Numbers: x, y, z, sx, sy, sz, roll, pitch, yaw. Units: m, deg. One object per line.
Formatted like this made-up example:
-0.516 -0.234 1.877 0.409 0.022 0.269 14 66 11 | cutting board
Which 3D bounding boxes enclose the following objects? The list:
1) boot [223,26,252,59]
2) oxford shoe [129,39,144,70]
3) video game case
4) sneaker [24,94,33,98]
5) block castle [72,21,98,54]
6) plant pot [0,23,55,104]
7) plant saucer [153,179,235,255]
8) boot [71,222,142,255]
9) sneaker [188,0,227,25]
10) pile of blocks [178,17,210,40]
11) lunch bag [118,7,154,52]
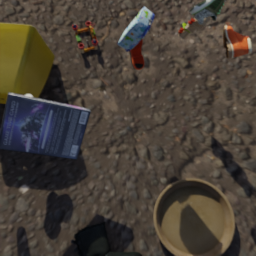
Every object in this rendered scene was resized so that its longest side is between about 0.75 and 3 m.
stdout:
3.659 -2.949 9.461 0.839 0.587 1.566 -8 51 12 | boot
0.208 -2.827 9.998 0.539 0.550 1.515 -8 101 -16 | oxford shoe
-2.742 0.021 9.272 2.633 0.250 1.881 11 108 -24 | video game case
-3.766 -0.367 10.135 0.624 0.866 1.648 18 74 29 | sneaker
-2.019 -4.327 13.229 0.957 0.672 1.433 -17 68 -7 | block castle
-4.941 -2.383 11.435 2.893 2.893 2.552 5 82 2 | plant pot
2.373 3.320 10.212 2.908 0.428 2.908 0 68 1 | plant saucer
-0.729 4.178 9.702 2.201 0.814 1.804 -19 64 -9 | boot
2.788 -3.877 9.117 1.663 0.639 0.737 -28 106 -5 | sneaker
2.330 -3.844 10.320 0.455 1.464 0.601 24 67 -27 | pile of blocks
0.263 -3.120 8.904 0.530 1.284 1.032 32 56 -18 | lunch bag
